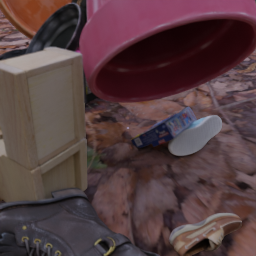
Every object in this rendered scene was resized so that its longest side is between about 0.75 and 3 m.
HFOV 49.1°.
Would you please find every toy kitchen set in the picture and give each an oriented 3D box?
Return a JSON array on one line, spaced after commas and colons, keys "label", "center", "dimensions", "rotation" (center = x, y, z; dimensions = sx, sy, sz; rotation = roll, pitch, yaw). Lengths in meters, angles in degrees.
[{"label": "toy kitchen set", "center": [-1.858, -0.385, 5.319], "dimensions": [2.880, 2.598, 2.349], "rotation": [20, 34, 27]}]

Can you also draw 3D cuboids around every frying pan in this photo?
[{"label": "frying pan", "center": [-1.812, -1.373, 5.490], "dimensions": [2.687, 0.437, 1.625], "rotation": [-27, 50, 29]}]

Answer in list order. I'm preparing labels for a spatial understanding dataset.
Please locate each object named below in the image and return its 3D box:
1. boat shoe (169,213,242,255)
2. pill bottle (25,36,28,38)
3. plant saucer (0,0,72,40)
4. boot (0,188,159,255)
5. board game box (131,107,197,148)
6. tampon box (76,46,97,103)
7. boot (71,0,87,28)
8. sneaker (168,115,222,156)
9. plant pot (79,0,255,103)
[{"label": "boat shoe", "center": [1.180, 1.595, 4.092], "dimensions": [1.127, 0.427, 0.405], "rotation": [-16, 35, -9]}, {"label": "pill bottle", "center": [-3.312, -4.250, 9.714], "dimensions": [1.111, 2.027, 1.111], "rotation": [-1, 30, 0]}, {"label": "plant saucer", "center": [-2.238, -3.617, 7.760], "dimensions": [2.925, 2.925, 0.472], "rotation": [-28, 8, -40]}, {"label": "boot", "center": [-0.906, 1.675, 3.528], "dimensions": [2.254, 0.780, 1.962], "rotation": [-18, 33, -33]}, {"label": "board game box", "center": [0.912, -0.003, 6.416], "dimensions": [1.271, 0.392, 1.271], "rotation": [-29, 0, -37]}, {"label": "tampon box", "center": [-1.308, -2.214, 9.580], "dimensions": [1.934, 1.629, 2.580], "rotation": [19, 35, 31]}, {"label": "boot", "center": [-0.352, -3.209, 6.956], "dimensions": [1.104, 2.851, 1.972], "rotation": [-23, 70, -33]}, {"label": "sneaker", "center": [1.483, 0.218, 6.536], "dimensions": [1.542, 0.570, 0.632], "rotation": [-25, 1, -24]}, {"label": "plant pot", "center": [0.447, -2.224, 5.080], "dimensions": [2.992, 2.678, 2.992], "rotation": [-15, -13, -3]}]
